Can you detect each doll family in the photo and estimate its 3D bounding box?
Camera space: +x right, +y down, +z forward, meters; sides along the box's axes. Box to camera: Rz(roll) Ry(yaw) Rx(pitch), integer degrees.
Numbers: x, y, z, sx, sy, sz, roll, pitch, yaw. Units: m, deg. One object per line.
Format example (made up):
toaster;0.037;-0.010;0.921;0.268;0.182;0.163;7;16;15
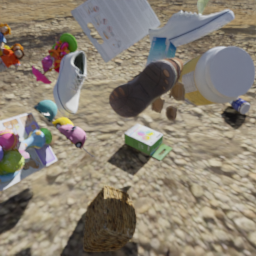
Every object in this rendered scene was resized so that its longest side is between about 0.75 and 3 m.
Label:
doll family;-3.497;-2.225;7.415;1.122;1.807;0.814;-41;11;-22

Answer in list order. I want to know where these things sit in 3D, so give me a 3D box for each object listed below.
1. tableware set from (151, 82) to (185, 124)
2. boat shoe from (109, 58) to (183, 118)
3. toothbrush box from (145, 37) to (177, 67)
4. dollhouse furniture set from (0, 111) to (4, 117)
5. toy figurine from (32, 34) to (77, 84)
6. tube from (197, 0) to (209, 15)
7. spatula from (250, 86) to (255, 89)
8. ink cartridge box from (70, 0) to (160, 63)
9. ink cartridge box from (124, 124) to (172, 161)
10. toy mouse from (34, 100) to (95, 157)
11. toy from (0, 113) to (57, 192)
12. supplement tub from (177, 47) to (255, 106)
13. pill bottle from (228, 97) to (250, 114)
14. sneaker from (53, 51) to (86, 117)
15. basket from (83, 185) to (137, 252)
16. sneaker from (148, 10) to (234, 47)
tableware set;0.895;-0.687;6.597;0.132;0.948;1.134;-12;29;-35
boat shoe;0.385;-0.855;6.236;0.793;0.837;2.210;-37;9;-39
toothbrush box;0.949;-1.989;8.165;0.452;1.059;0.775;16;-1;33
dollhouse furniture set;-5.102;-0.100;10.265;0.534;0.625;1.207;-26;20;37
toy figurine;-2.598;-2.243;9.753;1.306;1.739;1.601;34;45;3
tube;2.806;-4.795;10.420;0.458;0.409;1.577;33;59;-14
spatula;3.678;-1.215;8.372;0.265;0.096;0.939;-43;16;-11
ink cartridge box;-0.444;-4.000;10.344;2.691;2.188;0.768;-38;14;-8
ink cartridge box;0.678;0.447;9.493;1.490;0.442;0.774;25;43;30
toy mouse;-1.570;-0.130;6.616;2.068;1.837;0.400;40;79;19
toy;-2.624;0.483;6.226;0.595;1.450;2.518;-26;2;29
supplement tub;2.303;-1.358;7.669;1.457;1.457;2.004;-9;3;-12
pill bottle;4.475;-0.950;11.352;0.483;0.483;0.835;-16;39;-20
sneaker;-1.623;-1.367;8.085;0.764;0.788;2.158;-24;58;36
basket;-0.437;2.323;6.968;0.982;1.025;1.375;25;30;-22
sneaker;1.757;-3.102;8.545;2.738;0.969;1.000;-13;15;34
